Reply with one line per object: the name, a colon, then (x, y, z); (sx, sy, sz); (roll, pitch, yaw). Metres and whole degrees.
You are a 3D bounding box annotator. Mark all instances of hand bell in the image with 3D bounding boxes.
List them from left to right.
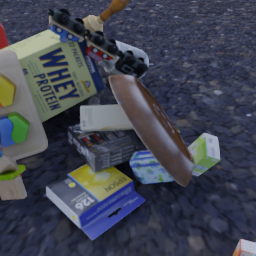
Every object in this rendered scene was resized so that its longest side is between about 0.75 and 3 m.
hand bell: (-0.754, -3.572, 8.983); (2.281, 1.188, 1.188); (-26, 26, 33)

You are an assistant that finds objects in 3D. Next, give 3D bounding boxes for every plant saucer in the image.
plant saucer: (0.632, -0.078, 6.189); (0.466, 2.904, 2.904); (-34, 39, 13)

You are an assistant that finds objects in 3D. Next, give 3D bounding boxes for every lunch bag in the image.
lunch bag: (0.568, 0.876, 6.409); (0.995, 0.800, 0.410); (-9, 30, 32)

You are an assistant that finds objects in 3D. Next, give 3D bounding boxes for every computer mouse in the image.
computer mouse: (0.604, 0.444, 6.351); (1.321, 0.928, 0.304); (28, 80, -12)

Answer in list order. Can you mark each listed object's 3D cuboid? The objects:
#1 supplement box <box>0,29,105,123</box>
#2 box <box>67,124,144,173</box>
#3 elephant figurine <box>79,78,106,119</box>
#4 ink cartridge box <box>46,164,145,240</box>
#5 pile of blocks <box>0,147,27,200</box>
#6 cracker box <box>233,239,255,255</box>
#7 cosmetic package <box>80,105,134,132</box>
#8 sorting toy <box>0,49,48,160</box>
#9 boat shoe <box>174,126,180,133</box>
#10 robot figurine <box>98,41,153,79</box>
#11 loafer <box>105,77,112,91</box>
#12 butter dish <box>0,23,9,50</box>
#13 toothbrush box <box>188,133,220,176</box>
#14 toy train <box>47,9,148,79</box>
supplement box: (-2.535, -1.565, 8.111); (2.553, 1.715, 2.555); (-31, 33, -18)
box: (-0.358, 0.258, 7.283); (1.980, 0.493, 1.561); (-17, 35, -30)
elephant figurine: (-1.075, -0.887, 8.508); (0.751, 1.062, 0.824); (5, 35, 17)
ink cartridge box: (-0.692, 1.419, 6.130); (1.588, 0.373, 1.570); (27, 38, 35)
pile of blocks: (-2.769, 0.617, 6.018); (0.828, 2.018, 0.627); (-32, 9, 24)
cracker box: (2.363, 2.334, 4.974); (0.852, 0.571, 0.246); (12, 40, 14)
cosmetic package: (-0.288, -0.229, 6.665); (1.598, 0.568, 0.840); (-2, -2, 0)
sorting toy: (-3.343, -0.258, 6.393); (2.368, 2.558, 0.467); (-18, 22, -13)
boat shoe: (1.006, -0.012, 7.818); (0.914, 0.288, 0.334); (25, 12, 18)
robot figurine: (-0.087, -2.394, 10.075); (2.007, 1.134, 1.702); (10, -11, -35)
loafer: (-0.251, -1.331, 9.173); (1.120, 0.403, 0.352); (29, 32, -12)
butter dish: (-5.460, -2.038, 9.320); (2.787, 2.060, 2.779); (-12, 82, -34)
toothbrush box: (1.737, 0.643, 6.650); (0.385, 0.894, 0.651); (17, 52, -13)
toy train: (-0.734, -2.037, 7.112); (2.925, 0.670, 0.499); (24, 30, -31)
